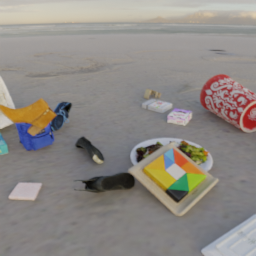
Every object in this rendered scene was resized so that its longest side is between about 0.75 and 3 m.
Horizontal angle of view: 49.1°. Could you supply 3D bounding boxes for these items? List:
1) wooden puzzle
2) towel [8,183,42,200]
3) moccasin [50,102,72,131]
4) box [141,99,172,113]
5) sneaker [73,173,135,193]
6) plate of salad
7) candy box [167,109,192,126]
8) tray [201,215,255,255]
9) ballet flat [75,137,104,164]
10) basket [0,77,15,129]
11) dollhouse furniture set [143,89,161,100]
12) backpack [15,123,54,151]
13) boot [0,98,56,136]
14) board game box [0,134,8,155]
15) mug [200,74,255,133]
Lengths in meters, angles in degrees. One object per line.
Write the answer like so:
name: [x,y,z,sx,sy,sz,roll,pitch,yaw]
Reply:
wooden puzzle: [1.389,1.417,8.589,1.992,0.401,2.153,-29,52,-35]
towel: [-3.115,1.937,8.541,0.776,0.125,0.741,1,24,4]
moccasin: [-3.038,-0.642,12.788,0.638,0.753,1.872,-9,44,14]
box: [1.547,-1.189,15.143,1.316,0.271,1.026,19,31,34]
sneaker: [-0.686,1.672,8.487,0.929,0.535,1.781,-14,-13,41]
plate of salad: [1.543,0.913,10.077,2.927,0.703,2.927,0,26,0]
candy box: [2.504,-0.535,13.576,0.898,0.383,1.071,12,27,25]
tray: [2.921,2.750,6.647,2.217,0.246,1.190,-16,28,-31]
ballet flat: [-1.437,0.899,10.535,0.533,0.623,1.876,-51,38,-3]
basket: [-6.317,-0.992,12.165,2.190,2.171,1.762,-27,26,-25]
dollhouse furniture set: [1.400,-1.963,16.761,0.836,0.556,0.733,9,15,-40]
backpack: [-3.581,-0.041,10.919,1.292,1.590,1.334,-25,32,-34]
boot: [-3.362,-0.600,9.432,1.197,1.672,0.588,-47,31,0]
board game box: [-5.665,0.759,10.746,1.712,0.402,1.292,-16,30,-29]
mug: [5.301,-1.210,13.293,2.613,1.964,2.944,-9,30,-15]
